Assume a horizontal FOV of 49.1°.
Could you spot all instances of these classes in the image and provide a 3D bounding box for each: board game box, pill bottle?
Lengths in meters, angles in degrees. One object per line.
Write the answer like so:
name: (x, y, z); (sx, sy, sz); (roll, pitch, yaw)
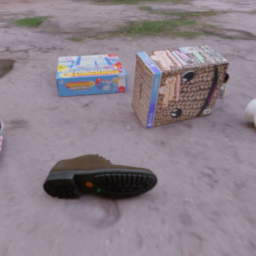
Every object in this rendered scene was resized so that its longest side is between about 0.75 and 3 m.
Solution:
board game box: (-1.537, -2.228, 11.480); (2.624, 0.733, 2.569); (-6, 32, -9)
pill bottle: (4.228, -0.251, 8.129); (0.892, 0.892, 1.492); (-20, 37, -29)
board game box: (1.496, -1.299, 8.634); (2.467, 1.967, 1.195); (-12, 45, -18)

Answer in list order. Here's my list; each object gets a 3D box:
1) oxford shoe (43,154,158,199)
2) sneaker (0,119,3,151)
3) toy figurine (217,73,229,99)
oxford shoe: (-0.555, 0.943, 6.105); (2.388, 0.868, 1.008); (3, 37, 4)
sneaker: (-3.535, 0.344, 7.187); (0.566, 0.662, 1.614); (6, 38, -25)
toy figurine: (2.911, -1.746, 10.426); (1.481, 1.031, 1.458); (-8, 32, -14)
